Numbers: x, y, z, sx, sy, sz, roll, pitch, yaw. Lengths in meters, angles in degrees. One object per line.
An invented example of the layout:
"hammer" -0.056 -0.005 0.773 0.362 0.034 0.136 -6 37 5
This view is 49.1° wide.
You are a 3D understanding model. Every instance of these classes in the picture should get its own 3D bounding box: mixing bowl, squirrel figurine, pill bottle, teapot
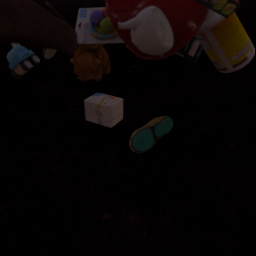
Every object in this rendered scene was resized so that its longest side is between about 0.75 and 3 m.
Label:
"mixing bowl" 0.349 -2.464 5.260 2.113 2.113 1.144 28 12 38
"squirrel figurine" -1.493 -2.743 10.448 1.500 2.120 1.979 8 21 3
"pill bottle" 2.157 -2.232 6.595 0.973 1.782 0.973 -33 28 21
"teapot" 0.312 -1.425 4.319 0.561 0.768 0.759 -19 20 36

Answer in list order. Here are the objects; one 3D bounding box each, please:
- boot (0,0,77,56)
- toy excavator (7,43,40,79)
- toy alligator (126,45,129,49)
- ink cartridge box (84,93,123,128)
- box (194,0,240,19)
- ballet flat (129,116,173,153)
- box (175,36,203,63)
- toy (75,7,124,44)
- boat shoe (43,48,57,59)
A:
"boot" -2.480 -2.214 4.951 2.441 1.062 2.934 4 35 -44
"toy excavator" -2.819 -1.986 7.213 0.554 1.109 1.079 -26 22 33
"toy alligator" 0.467 -4.544 15.226 0.543 0.393 1.638 -17 14 43
"ink cartridge box" -0.686 -0.531 8.089 0.916 0.662 0.674 16 34 25
"box" 0.683 -1.731 3.126 1.251 0.217 0.689 8 55 -35
"ballet flat" 0.490 0.164 7.117 0.599 0.599 1.694 23 38 34
"box" 1.806 -3.835 8.951 2.219 2.792 0.642 27 21 8
"toy" -0.369 -2.530 6.560 1.834 0.433 1.056 2 69 5
"boat shoe" -2.317 -2.716 8.424 0.400 1.280 0.456 27 13 13
